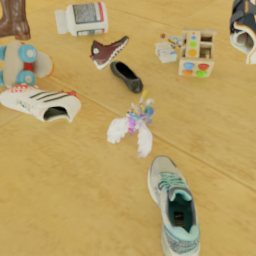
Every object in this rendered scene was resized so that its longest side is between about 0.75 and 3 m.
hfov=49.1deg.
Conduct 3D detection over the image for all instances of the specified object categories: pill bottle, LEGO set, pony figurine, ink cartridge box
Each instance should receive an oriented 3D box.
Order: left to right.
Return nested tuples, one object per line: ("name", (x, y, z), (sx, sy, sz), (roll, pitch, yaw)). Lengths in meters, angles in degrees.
("pill bottle", (-2.395, -5.553, 14.394), (2.518, 1.506, 1.506), (-9, 44, -9))
("pony figurine", (0.266, -0.196, 8.830), (1.524, 1.766, 1.830), (20, 28, 16))
("ink cartridge box", (1.722, -3.527, 13.059), (0.689, 0.397, 1.190), (-11, 45, -12))
("LEGO set", (2.483, -3.986, 12.905), (1.932, 1.443, 0.474), (18, 86, 19))

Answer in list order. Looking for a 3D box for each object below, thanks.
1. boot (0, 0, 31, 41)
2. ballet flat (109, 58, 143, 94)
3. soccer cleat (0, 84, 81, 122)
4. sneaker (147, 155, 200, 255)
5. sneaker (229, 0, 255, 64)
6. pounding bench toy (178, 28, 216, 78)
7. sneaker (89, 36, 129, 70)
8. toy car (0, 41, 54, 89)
("boot", (-3.035, -2.877, 6.663), (1.357, 1.456, 0.468), (2, 38, -5))
("ballet flat", (-0.059, -2.297, 11.539), (0.821, 0.702, 2.470), (-19, 47, -23))
("soccer cleat", (-3.148, -0.791, 9.791), (2.952, 1.013, 1.257), (5, 45, 2))
("sneaker", (1.211, 1.679, 6.959), (1.127, 1.254, 2.904), (-6, 44, -6))
("sneaker", (3.231, -2.999, 7.615), (1.104, 1.090, 2.780), (-19, 67, 11))
("pounding bench toy", (2.837, -2.867, 11.832), (1.304, 2.099, 1.637), (6, 76, 8))
("sneaker", (-0.707, -2.748, 9.385), (1.507, 0.870, 0.570), (-48, 18, -7))
("toy car", (-3.802, -2.369, 11.248), (1.937, 1.858, 2.101), (11, 8, 40))
